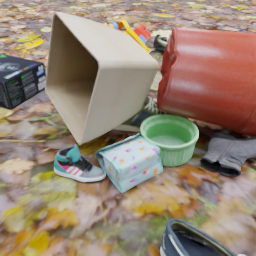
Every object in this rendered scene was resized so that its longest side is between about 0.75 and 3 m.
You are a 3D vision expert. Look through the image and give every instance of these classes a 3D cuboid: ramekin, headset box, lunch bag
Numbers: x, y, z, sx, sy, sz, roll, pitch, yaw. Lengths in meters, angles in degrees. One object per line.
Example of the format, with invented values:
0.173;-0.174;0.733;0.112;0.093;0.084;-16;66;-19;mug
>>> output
0.975;0.307;6.825;1.380;0.674;1.380;0;34;0;ramekin
-4.146;-1.644;9.412;2.091;0.970;1.821;16;38;22;headset box
-0.033;0.657;6.244;1.095;0.784;1.286;-22;31;-21;lunch bag

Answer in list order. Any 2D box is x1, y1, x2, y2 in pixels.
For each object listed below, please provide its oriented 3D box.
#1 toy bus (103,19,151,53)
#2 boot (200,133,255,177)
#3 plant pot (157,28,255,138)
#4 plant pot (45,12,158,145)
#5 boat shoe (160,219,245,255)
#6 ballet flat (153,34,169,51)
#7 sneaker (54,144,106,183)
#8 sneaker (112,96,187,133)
-0.261;-3.004;9.747;2.024;2.108;1.430;-49;19;-10;toy bus
2.611;0.713;6.437;1.705;0.595;1.122;5;36;26;boot
2.193;-1.226;6.911;2.653;2.727;2.727;10;35;-2;plant pot
-0.564;-1.189;6.437;1.841;2.077;2.079;-13;50;-34;plant pot
1.464;2.180;4.052;0.874;0.721;2.333;-25;42;-32;boat shoe
1.833;-3.709;12.627;0.738;0.742;2.170;-20;39;-27;ballet flat
-1.073;0.731;6.137;1.202;0.726;0.503;9;32;10;sneaker
0.474;-0.454;7.577;2.323;1.043;0.779;3;38;4;sneaker
